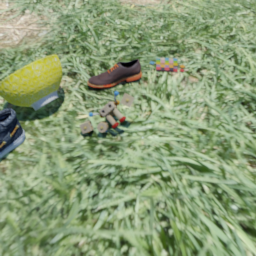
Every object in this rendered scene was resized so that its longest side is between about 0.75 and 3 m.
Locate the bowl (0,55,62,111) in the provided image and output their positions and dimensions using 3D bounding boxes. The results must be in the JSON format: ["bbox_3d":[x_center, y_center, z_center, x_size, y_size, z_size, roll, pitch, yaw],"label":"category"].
[{"bbox_3d":[-3.399,-1.477,10.413,2.554,1.374,2.554,-29,12,7],"label":"bowl"}]

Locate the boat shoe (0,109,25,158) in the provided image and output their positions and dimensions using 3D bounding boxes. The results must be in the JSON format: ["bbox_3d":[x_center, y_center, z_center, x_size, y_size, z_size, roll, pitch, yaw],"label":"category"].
[{"bbox_3d":[-4.524,0.529,8.767,0.970,1.244,2.741,21,48,23],"label":"boat shoe"}]

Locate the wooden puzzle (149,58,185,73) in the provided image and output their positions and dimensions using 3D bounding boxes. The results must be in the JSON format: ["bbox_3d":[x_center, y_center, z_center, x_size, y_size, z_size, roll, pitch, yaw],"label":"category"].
[{"bbox_3d":[1.779,-2.880,12.784,1.635,0.115,0.969,3,47,3],"label":"wooden puzzle"}]

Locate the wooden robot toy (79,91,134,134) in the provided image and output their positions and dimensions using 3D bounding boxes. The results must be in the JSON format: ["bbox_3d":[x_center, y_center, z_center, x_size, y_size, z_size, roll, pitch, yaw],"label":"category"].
[{"bbox_3d":[-0.637,-0.470,9.923,2.180,0.989,0.961,-38,93,11],"label":"wooden robot toy"}]

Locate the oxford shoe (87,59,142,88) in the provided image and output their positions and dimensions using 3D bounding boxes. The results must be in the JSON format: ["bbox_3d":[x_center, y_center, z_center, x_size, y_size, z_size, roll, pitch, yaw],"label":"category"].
[{"bbox_3d":[-0.595,-2.321,11.698,2.376,0.862,0.846,-18,45,-13],"label":"oxford shoe"}]
